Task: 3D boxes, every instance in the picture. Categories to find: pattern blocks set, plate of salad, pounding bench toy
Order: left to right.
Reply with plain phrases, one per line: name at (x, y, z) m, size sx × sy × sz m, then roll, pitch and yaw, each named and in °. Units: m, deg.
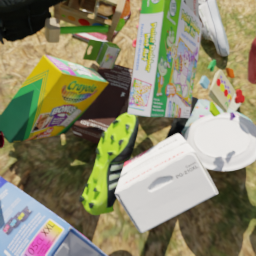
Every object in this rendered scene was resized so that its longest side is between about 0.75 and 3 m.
pounding bench toy at (-0.952, -3.101, 7.392) m, size 1.899 × 1.512 × 2.435 m, roll 17°, pitch 76°, yaw -11°
plate of salad at (2.194, 0.331, 6.568) m, size 1.750 × 0.420 × 1.750 m, roll -11°, pitch 44°, yaw 11°
pattern blocks set at (1.755, -0.665, 5.224) m, size 0.099 × 1.216 × 1.069 m, roll -1°, pitch 45°, yaw 51°

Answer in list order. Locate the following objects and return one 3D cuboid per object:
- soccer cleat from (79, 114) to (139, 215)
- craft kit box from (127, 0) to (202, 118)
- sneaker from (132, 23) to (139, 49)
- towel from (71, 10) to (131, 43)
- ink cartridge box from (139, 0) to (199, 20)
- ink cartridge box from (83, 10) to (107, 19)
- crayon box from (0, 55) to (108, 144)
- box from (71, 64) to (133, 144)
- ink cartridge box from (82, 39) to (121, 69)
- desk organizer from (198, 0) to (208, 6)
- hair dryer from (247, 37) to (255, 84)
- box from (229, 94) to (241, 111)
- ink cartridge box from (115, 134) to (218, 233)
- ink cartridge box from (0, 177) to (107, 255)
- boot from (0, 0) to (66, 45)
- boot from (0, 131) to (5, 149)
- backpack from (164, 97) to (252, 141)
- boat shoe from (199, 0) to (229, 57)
soccer cleat at (-0.264, 0.756, 5.791) m, size 0.737 × 0.885 × 2.184 m, roll 25°, pitch 93°, yaw 42°
craft kit box at (0.838, -1.305, 5.617) m, size 0.542 × 2.233 × 2.206 m, roll 7°, pitch 95°, yaw 29°
sneaker at (0.610, -2.486, 6.744) m, size 0.768 × 1.702 × 0.665 m, roll 0°, pitch 49°, yaw -26°
towel at (-1.004, -4.026, 10.637) m, size 1.511 × 0.239 × 2.097 m, roll 25°, pitch 66°, yaw 13°
ink cartridge box at (1.199, -3.206, 8.021) m, size 1.596 × 1.178 × 0.684 m, roll -34°, pitch 59°, yaw -3°
ink cartridge box at (-1.003, -3.601, 8.895) m, size 0.880 × 0.298 × 0.507 m, roll 48°, pitch 31°, yaw 11°
crayon box at (-1.562, -0.579, 6.185) m, size 0.607 × 2.084 × 1.798 m, roll 46°, pitch 107°, yaw 10°
box at (-0.673, -0.778, 8.598) m, size 1.235 × 0.925 × 2.467 m, roll 18°, pitch 66°, yaw 9°
ink cartridge box at (-0.704, -1.951, 7.445) m, size 0.854 × 0.632 × 0.324 m, roll -4°, pitch 43°, yaw -42°
desk organizer at (2.135, -5.080, 10.779) m, size 2.345 × 0.903 × 0.841 m, roll 5°, pitch 96°, yaw -14°
hair dryer at (3.493, -1.439, 5.902) m, size 1.895 × 2.488 × 0.676 m, roll 32°, pitch 69°, yaw -20°
box at (3.110, -0.585, 8.766) m, size 0.492 × 0.403 × 1.036 m, roll 38°, pitch 69°, yaw 17°
ink cartridge box at (0.546, 0.770, 4.479) m, size 1.215 × 1.679 × 0.708 m, roll -30°, pitch 94°, yaw 6°
ink cartridge box at (-1.659, 1.903, 4.934) m, size 2.511 × 1.713 × 0.959 m, roll 16°, pitch 58°, yaw 37°
boot at (-2.018, -2.989, 6.595) m, size 2.796 × 2.291 × 1.035 m, roll -27°, pitch 97°, yaw -16°
boot at (-2.697, -0.043, 5.092) m, size 0.748 × 0.990 × 0.357 m, roll 10°, pitch 37°, yaw 10°
backpack at (2.327, 0.142, 7.857) m, size 2.169 × 1.373 × 1.810 m, roll 26°, pitch 64°, yaw 11°
boat shoe at (3.045, -3.531, 10.158) m, size 0.777 × 0.855 × 2.326 m, roll -17°, pitch 67°, yaw 28°
